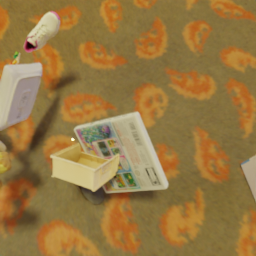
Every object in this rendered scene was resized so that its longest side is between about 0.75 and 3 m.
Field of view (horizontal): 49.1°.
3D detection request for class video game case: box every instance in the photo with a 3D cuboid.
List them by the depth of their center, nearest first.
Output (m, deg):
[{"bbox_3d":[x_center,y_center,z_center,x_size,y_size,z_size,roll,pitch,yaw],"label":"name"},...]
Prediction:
[{"bbox_3d":[-0.221,0.817,7.968,2.133,0.278,2.343,-12,112,32],"label":"video game case"}]

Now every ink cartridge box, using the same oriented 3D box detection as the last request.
[{"bbox_3d":[5.944,1.573,10.307,2.621,1.685,1.641,-15,71,-6],"label":"ink cartridge box"}]

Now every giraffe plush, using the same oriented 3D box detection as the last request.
[{"bbox_3d":[-4.191,1.539,8.149,1.658,1.431,1.345,-13,112,-23],"label":"giraffe plush"}]

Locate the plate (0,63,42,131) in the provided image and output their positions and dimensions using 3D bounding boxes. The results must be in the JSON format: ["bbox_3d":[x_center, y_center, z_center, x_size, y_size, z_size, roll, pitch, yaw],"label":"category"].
[{"bbox_3d":[-3.530,-0.985,9.153,0.361,2.228,2.233,23,107,2],"label":"plate"}]

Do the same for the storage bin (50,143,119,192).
[{"bbox_3d":[-1.101,0.971,7.444,1.339,1.329,0.627,12,109,23],"label":"storage bin"}]

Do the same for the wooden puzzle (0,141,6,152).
[{"bbox_3d":[-5.125,-0.447,8.777,2.619,2.423,0.488,24,64,36],"label":"wooden puzzle"}]

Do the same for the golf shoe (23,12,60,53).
[{"bbox_3d":[-2.864,-3.085,9.254,0.649,1.722,0.788,41,38,-16],"label":"golf shoe"}]

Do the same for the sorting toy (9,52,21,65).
[{"bbox_3d":[-4.457,-2.537,10.861,0.848,0.169,1.147,-44,35,18],"label":"sorting toy"}]

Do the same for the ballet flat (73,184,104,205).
[{"bbox_3d":[-1.877,1.987,10.822,2.452,0.568,0.826,45,52,8],"label":"ballet flat"}]
